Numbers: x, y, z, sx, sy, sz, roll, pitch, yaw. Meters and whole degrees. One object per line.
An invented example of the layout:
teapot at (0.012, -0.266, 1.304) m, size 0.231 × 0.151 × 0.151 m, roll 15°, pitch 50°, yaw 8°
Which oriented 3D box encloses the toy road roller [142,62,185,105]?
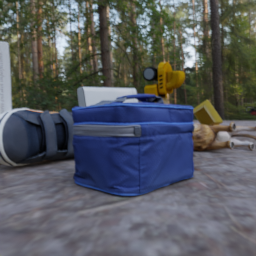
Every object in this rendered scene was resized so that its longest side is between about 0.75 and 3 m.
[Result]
toy road roller at (1.010, -1.101, 7.631) m, size 0.986 × 1.350 × 0.830 m, roll 1°, pitch 9°, yaw 29°

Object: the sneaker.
sneaker at (-1.660, 0.138, 6.054) m, size 1.168 × 1.153 × 2.941 m, roll -5°, pitch 0°, yaw 10°

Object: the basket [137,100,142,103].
basket at (0.587, -1.219, 23.796) m, size 1.989 × 2.637 × 2.925 m, roll -1°, pitch 12°, yaw 36°

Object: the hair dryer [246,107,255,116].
hair dryer at (3.894, -0.342, 8.167) m, size 0.737 × 0.263 × 0.968 m, roll -17°, pitch 33°, yaw 26°

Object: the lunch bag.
lunch bag at (0.181, 0.133, 4.379) m, size 1.365 × 1.330 × 2.010 m, roll 3°, pitch 5°, yaw 41°

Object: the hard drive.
hard drive at (-0.479, -0.458, 8.688) m, size 0.315 × 1.559 × 2.363 m, roll -8°, pitch 0°, yaw 41°

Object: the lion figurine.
lion figurine at (2.568, 0.258, 8.037) m, size 2.657 × 0.963 × 1.627 m, roll 13°, pitch -12°, yaw -39°

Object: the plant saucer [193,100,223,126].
plant saucer at (2.193, -0.313, 7.919) m, size 0.185 × 0.762 × 0.762 m, roll -31°, pitch -6°, yaw -26°

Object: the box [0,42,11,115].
box at (-3.778, -0.505, 5.733) m, size 2.474 × 2.461 × 1.617 m, roll -1°, pitch 3°, yaw -27°
